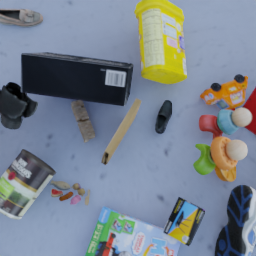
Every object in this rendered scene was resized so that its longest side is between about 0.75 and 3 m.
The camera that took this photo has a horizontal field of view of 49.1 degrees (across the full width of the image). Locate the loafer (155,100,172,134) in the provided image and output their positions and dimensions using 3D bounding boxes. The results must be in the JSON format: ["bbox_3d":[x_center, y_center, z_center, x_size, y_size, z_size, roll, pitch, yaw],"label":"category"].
[{"bbox_3d":[1.076,-0.357,8.411,0.372,0.384,1.095,15,75,18],"label":"loafer"}]

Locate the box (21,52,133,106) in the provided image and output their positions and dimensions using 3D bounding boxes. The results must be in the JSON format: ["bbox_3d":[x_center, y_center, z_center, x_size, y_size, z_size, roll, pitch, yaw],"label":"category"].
[{"bbox_3d":[-1.291,-1.440,7.877,2.730,1.927,1.077,8,109,2],"label":"box"}]

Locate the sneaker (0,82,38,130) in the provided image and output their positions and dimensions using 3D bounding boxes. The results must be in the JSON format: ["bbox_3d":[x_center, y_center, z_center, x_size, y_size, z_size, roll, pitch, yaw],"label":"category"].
[{"bbox_3d":[-3.265,-0.823,7.754,2.222,0.667,1.159,46,122,33],"label":"sneaker"}]

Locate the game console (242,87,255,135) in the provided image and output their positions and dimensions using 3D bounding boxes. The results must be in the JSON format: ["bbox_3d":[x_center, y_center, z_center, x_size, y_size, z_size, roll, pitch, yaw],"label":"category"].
[{"bbox_3d":[4.126,-0.468,8.111,1.262,1.465,0.869,-5,50,-17],"label":"game console"}]

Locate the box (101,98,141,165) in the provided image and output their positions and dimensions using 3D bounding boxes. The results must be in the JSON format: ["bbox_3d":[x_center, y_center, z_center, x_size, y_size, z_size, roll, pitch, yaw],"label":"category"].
[{"bbox_3d":[-0.204,0.142,7.753,0.183,1.406,1.720,30,70,3],"label":"box"}]

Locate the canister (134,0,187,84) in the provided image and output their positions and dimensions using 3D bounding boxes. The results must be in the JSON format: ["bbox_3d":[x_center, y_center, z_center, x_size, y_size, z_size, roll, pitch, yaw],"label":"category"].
[{"bbox_3d":[1.021,-2.551,8.437,1.626,0.948,2.189,6,78,-43],"label":"canister"}]

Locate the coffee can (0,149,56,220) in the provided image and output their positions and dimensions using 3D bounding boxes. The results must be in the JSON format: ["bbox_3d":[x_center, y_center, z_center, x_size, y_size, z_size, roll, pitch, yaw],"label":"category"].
[{"bbox_3d":[-2.910,1.527,7.687,1.126,1.126,1.538,34,79,7],"label":"coffee can"}]

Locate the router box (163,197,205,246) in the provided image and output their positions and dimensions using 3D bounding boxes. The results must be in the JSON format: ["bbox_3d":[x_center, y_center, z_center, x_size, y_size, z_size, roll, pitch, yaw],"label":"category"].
[{"bbox_3d":[1.475,2.456,7.392,0.758,0.260,1.016,24,93,11],"label":"router box"}]

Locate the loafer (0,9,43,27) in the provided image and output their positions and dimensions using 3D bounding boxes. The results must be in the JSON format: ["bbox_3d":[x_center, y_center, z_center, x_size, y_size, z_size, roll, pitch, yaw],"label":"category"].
[{"bbox_3d":[-3.608,-3.675,9.242,1.487,0.468,0.535,0,77,0],"label":"loafer"}]

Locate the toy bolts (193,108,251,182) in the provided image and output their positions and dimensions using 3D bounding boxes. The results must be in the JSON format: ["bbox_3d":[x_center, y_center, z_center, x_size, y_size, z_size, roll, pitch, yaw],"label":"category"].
[{"bbox_3d":[2.826,0.417,7.608,1.837,1.334,1.924,30,55,-30],"label":"toy bolts"}]

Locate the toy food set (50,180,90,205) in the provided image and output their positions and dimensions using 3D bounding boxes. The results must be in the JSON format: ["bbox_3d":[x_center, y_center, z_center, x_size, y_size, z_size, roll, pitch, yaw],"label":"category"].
[{"bbox_3d":[-1.645,1.811,7.851,1.154,0.182,0.734,12,41,-9],"label":"toy food set"}]

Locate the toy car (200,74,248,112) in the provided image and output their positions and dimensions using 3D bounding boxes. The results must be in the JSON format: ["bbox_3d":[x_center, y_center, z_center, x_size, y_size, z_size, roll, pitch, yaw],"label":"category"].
[{"bbox_3d":[3.295,-1.153,7.613,1.446,2.948,0.981,-17,83,-23],"label":"toy car"}]

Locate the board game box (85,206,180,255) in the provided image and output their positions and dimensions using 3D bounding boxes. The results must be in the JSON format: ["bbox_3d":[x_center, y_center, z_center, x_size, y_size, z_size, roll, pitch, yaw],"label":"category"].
[{"bbox_3d":[0.086,3.397,7.644,2.317,0.424,1.753,19,78,3],"label":"board game box"}]

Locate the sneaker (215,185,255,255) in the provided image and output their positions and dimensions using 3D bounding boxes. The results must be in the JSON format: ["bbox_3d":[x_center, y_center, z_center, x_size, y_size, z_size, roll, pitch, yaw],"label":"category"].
[{"bbox_3d":[3.115,2.878,7.481,0.994,0.977,2.580,18,91,-23],"label":"sneaker"}]

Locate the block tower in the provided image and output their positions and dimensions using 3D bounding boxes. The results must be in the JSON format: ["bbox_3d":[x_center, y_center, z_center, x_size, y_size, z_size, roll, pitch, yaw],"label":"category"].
[{"bbox_3d":[-1.356,-0.207,8.472,0.362,0.338,1.251,-17,79,-19],"label":"block tower"}]
